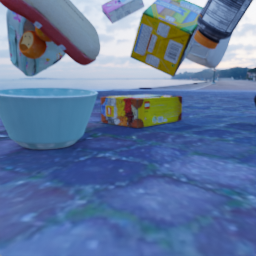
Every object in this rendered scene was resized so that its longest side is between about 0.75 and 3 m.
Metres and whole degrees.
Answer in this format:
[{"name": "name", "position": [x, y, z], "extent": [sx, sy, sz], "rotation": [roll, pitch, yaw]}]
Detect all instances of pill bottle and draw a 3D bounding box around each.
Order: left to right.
[{"name": "pill bottle", "position": [2.512, -3.088, 7.361], "extent": [1.047, 1.971, 1.047], "rotation": [17, 39, -14]}]

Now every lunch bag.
[{"name": "lunch bag", "position": [-2.971, -2.972, 9.262], "extent": [0.996, 2.583, 2.072], "rotation": [35, 53, 11]}]

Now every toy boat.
[{"name": "toy boat", "position": [-2.268, -2.673, 7.660], "extent": [1.919, 2.936, 1.916], "rotation": [-37, 35, 18]}]

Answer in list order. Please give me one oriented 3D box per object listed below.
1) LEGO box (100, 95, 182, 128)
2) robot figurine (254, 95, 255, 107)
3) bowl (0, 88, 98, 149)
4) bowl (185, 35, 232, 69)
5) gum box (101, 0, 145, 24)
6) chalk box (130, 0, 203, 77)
[{"name": "LEGO box", "position": [0.539, -0.707, 10.564], "extent": [1.895, 0.982, 2.544], "rotation": [9, 13, 44]}, {"name": "robot figurine", "position": [5.494, -0.797, 8.730], "extent": [1.744, 2.099, 2.794], "rotation": [12, -1, -41]}, {"name": "bowl", "position": [-1.995, -0.270, 6.910], "extent": [2.478, 1.296, 2.478], "rotation": [1, 11, 0]}, {"name": "bowl", "position": [2.792, -3.251, 10.492], "extent": [1.780, 1.783, 0.665], "rotation": [34, 29, 33]}, {"name": "gum box", "position": [-0.224, -4.313, 9.953], "extent": [1.397, 0.462, 0.793], "rotation": [-28, 47, 0]}, {"name": "chalk box", "position": [1.460, -3.296, 9.410], "extent": [1.657, 1.666, 2.677], "rotation": [26, 46, 8]}]
